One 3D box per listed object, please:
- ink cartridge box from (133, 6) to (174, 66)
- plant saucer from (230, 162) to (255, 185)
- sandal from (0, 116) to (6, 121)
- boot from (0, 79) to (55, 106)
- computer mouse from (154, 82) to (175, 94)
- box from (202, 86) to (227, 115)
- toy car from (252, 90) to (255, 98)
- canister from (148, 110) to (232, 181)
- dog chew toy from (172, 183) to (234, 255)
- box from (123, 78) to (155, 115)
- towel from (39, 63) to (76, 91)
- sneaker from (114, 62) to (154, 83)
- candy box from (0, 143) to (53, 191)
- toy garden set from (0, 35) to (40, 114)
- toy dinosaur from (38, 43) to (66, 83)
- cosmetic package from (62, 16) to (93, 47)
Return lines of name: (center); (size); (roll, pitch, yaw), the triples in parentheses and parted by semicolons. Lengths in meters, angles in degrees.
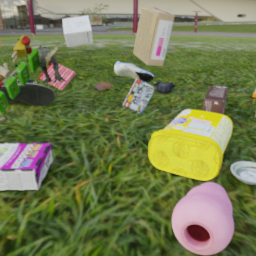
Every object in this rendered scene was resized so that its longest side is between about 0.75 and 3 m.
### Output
ink cartridge box: (0.966, -3.674, 11.203); (0.748, 1.992, 1.641); (-1, 32, -23)
plant saucer: (3.457, 1.337, 7.931); (1.096, 0.275, 1.096); (0, 23, 0)
sandal: (-5.705, -0.484, 12.169); (0.863, 0.233, 0.347); (8, 25, 17)
boot: (-5.025, -2.009, 14.619); (3.049, 1.100, 2.303); (2, 21, 5)
computer mouse: (2.092, -2.456, 16.380); (1.290, 0.491, 1.862); (5, 24, 8)
box: (3.802, -1.005, 12.261); (0.850, 1.136, 2.269); (8, 24, 18)
toy car: (7.340, -1.725, 14.601); (0.851, 0.577, 1.735); (-15, 27, -30)
canister: (2.144, 0.372, 9.016); (2.077, 1.210, 2.796); (12, 25, 25)
dog chew toy: (1.660, 1.775, 5.969); (1.187, 1.187, 1.906); (10, 18, 23)
box: (0.262, -0.766, 6.842); (0.515, 0.752, 0.150); (24, 12, -14)
towel: (-3.262, -2.397, 12.873); (1.512, 0.170, 1.093); (29, 74, 22)
sneaker: (0.299, -2.594, 12.833); (1.917, 0.689, 0.695); (13, 57, -17)
candy box: (-3.508, 1.073, 7.990); (2.299, 0.701, 1.568); (0, 24, 1)
toy garden set: (-3.336, -1.591, 8.048); (0.403, 1.684, 2.020); (30, 68, -2)
toy dinosaur: (-2.565, -2.082, 9.126); (0.663, 1.231, 2.794); (-16, 20, -22)
cosmetic package: (-2.270, -4.348, 12.610); (1.192, 0.732, 1.188); (-9, 54, -7)
